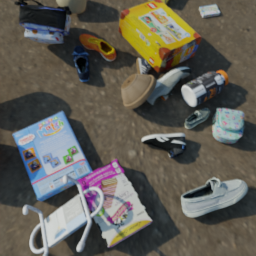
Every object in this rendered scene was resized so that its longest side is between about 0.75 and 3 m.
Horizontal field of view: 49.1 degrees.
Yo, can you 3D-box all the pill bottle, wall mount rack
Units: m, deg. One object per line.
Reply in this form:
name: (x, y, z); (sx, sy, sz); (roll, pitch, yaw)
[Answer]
pill bottle: (2.932, -1.541, 10.528); (1.699, 0.902, 0.902); (-29, 69, -13)
wall mount rack: (-1.947, 2.801, 7.784); (2.871, 1.070, 2.494); (-38, 44, 9)

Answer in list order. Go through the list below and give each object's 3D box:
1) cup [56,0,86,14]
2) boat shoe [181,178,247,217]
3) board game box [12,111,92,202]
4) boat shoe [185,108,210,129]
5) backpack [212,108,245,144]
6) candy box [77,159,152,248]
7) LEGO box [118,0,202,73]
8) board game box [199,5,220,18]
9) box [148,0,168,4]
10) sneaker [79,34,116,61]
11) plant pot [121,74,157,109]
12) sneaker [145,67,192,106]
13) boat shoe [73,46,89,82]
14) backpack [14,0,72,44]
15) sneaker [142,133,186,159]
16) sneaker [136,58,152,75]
cup: (-2.355, -5.822, 12.127); (1.366, 0.977, 1.366); (13, 57, -22)
boat shoe: (2.721, 2.052, 8.863); (2.245, 0.783, 0.800); (-21, 109, -7)
board game box: (-2.616, 0.913, 9.678); (1.941, 0.469, 2.566); (-26, 69, -9)
boat shoe: (2.542, -0.410, 10.260); (1.134, 0.350, 0.413); (-36, 48, -11)
backpack: (3.557, -0.072, 9.937); (1.053, 0.893, 1.186); (11, 72, 6)
candy box: (-0.476, 2.363, 8.912); (1.552, 0.694, 2.276); (-28, 69, -12)
LEGO box: (1.214, -3.758, 11.222); (2.008, 1.041, 2.697); (-29, 68, -25)
board game box: (3.650, -5.254, 12.599); (0.790, 0.135, 0.531); (-11, 66, -5)
box: (1.829, -6.801, 13.030); (0.914, 0.609, 2.430); (24, 69, 11)
sneaker: (-1.238, -3.454, 11.502); (1.829, 0.706, 0.668); (31, 71, 14)
plant pot: (0.254, -1.453, 10.113); (0.692, 1.499, 1.499); (42, 67, -26)
sneaker: (1.510, -1.588, 10.689); (2.206, 0.815, 0.875); (-31, 82, -7)
boat shoe: (-1.813, -2.677, 11.199); (0.720, 0.587, 1.711); (-17, 66, -9)
backpack: (-3.178, -4.153, 11.153); (2.068, 1.969, 1.593); (12, 109, -3)
sneaker: (1.261, 0.672, 9.747); (1.531, 0.559, 0.856); (-6, 75, 4)
sneaker: (0.700, -2.229, 11.116); (0.625, 0.404, 1.153); (-2, 74, -14)
